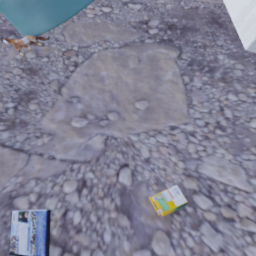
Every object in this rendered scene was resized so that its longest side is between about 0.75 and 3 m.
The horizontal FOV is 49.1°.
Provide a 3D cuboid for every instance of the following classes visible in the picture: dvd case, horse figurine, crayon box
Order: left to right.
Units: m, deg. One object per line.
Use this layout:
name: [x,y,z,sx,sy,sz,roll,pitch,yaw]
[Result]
horse figurine: [-2.753,-2.324,7.702,0.775,0.292,1.170,35,47,23]
dvd case: [-1.402,1.490,3.962,0.876,0.077,0.625,-13,72,35]
crayon box: [0.970,1.811,6.888,0.814,0.210,0.512,-19,52,-17]

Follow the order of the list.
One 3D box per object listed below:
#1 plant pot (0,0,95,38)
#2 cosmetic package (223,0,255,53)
plant pot: [-2.462,-3.989,8.141,2.666,1.884,1.883,-43,41,0]
cosmetic package: [2.631,-2.346,5.459,1.033,0.815,1.920,8,54,-18]
